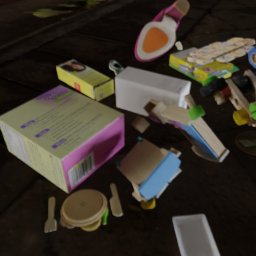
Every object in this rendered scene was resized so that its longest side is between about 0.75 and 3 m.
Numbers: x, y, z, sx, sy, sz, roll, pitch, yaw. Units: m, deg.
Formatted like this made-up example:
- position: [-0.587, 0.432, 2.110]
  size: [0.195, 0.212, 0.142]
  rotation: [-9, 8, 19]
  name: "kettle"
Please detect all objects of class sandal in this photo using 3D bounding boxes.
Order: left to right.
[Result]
- position: [4.336, 0.572, 8.798]
  size: [2.428, 0.663, 0.992]
  rotation: [-6, 38, -31]
  name: "sandal"

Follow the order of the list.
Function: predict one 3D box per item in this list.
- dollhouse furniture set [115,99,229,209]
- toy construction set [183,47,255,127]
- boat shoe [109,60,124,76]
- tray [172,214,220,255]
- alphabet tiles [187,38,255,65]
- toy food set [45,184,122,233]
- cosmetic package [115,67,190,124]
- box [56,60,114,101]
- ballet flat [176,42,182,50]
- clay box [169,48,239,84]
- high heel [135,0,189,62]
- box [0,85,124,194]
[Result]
- position: [0.975, 0.917, 8.343]
  size: [2.790, 1.821, 2.634]
  rotation: [-49, 29, -7]
  name: "dollhouse furniture set"
- position: [3.259, -0.502, 5.773]
  size: [2.940, 2.452, 2.259]
  rotation: [-20, 78, -29]
  name: "toy construction set"
- position: [-0.527, -2.908, 13.193]
  size: [0.541, 0.459, 1.486]
  rotation: [-12, 40, -15]
  name: "boat shoe"
- position: [1.579, 2.728, 6.411]
  size: [0.846, 0.175, 1.576]
  rotation: [-4, 39, -4]
  name: "tray"
- position: [3.146, -2.639, 9.533]
  size: [2.109, 0.154, 2.062]
  rotation: [-24, 27, -11]
  name: "alphabet tiles"
- position: [-1.114, 2.095, 7.131]
  size: [1.850, 0.371, 1.277]
  rotation: [-11, 33, -5]
  name: "toy food set"
- position: [0.854, -1.222, 10.387]
  size: [2.538, 1.366, 1.077]
  rotation: [20, 43, 22]
  name: "cosmetic package"
- position: [-1.883, -2.086, 12.003]
  size: [2.702, 0.677, 1.017]
  rotation: [31, 49, 32]
  name: "box"
- position: [2.812, -4.553, 15.391]
  size: [0.329, 0.278, 0.870]
  rotation: [-3, 38, -3]
  name: "ballet flat"
- position: [3.428, -2.803, 12.887]
  size: [1.620, 0.671, 2.820]
  rotation: [-23, 44, -26]
  name: "clay box"
- position: [0.817, -2.814, 8.658]
  size: [0.979, 1.395, 2.908]
  rotation: [35, 62, -13]
  name: "high heel"
- position: [-1.979, 0.169, 8.637]
  size: [2.831, 1.369, 2.491]
  rotation: [26, 45, 28]
  name: "box"
